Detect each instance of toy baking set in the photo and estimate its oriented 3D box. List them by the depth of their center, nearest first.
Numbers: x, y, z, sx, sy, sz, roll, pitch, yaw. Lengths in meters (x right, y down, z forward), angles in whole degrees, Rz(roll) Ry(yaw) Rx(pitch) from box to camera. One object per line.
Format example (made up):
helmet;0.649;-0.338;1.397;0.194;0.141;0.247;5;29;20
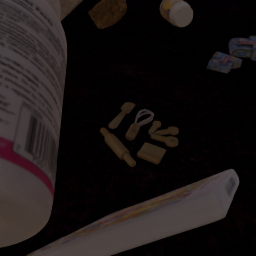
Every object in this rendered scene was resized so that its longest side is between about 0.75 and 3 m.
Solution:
toy baking set;0.241;0.130;7.322;1.820;0.276;2.372;-23;45;-30

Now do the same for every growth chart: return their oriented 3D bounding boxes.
growth chart;-2.166;-3.558;7.557;2.541;0.225;1.839;-15;-19;41

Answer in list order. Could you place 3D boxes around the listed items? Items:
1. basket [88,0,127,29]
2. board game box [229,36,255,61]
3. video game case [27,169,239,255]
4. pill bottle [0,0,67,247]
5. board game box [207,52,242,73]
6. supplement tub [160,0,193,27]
basket;-0.602;-4.058;9.755;1.177;0.840;0.877;-28;15;31
board game box;4.905;-3.150;11.127;1.576;0.486;1.575;7;39;8
video game case;0.154;0.963;3.037;2.004;1.824;0.229;-27;76;21
pill bottle;-1.026;-0.336;1.937;1.139;1.139;2.010;-3;52;-3
board game box;3.595;-2.406;10.351;1.022;0.316;1.023;20;43;24
supplement tub;1.368;-3.290;7.925;0.663;0.663;0.912;-12;42;-14
